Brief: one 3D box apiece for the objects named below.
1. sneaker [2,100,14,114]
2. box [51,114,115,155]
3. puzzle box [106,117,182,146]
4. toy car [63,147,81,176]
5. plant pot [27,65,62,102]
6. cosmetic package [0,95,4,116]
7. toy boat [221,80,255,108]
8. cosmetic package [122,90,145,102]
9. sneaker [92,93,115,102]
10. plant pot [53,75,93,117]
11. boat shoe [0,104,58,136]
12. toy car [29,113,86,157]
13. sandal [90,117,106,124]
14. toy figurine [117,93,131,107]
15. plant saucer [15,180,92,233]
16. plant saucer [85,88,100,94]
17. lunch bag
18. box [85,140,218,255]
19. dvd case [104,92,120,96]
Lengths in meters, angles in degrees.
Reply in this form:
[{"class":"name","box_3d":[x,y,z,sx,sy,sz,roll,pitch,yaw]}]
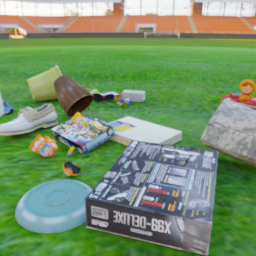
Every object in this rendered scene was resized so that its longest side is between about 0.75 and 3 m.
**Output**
[{"class":"sneaker","box_3d":[-5.511,-0.942,12.398,1.166,0.520,0.458,14,25,31]},{"class":"box","box_3d":[-1.532,0.154,9.324,1.271,0.351,1.862,-33,36,-32]},{"class":"puzzle box","box_3d":[0.362,0.190,9.674,2.492,0.317,1.658,18,27,39]},{"class":"toy car","box_3d":[-1.485,0.960,7.539,0.493,0.335,1.006,27,24,-12]},{"class":"plant pot","box_3d":[-4.114,-2.079,14.090,1.627,1.770,1.770,-20,26,-18]},{"class":"cosmetic package","box_3d":[-6.865,-0.839,11.385,2.939,1.088,1.494,1,20,7]},{"class":"toy boat","box_3d":[4.922,-1.240,11.710,1.545,1.548,2.368,-1,21,-2]},{"class":"cosmetic package","box_3d":[0.282,-1.631,14.299,1.109,0.500,0.592,9,22,15]},{"class":"sneaker","box_3d":[-1.245,-1.535,14.250,1.259,0.443,0.589,0,2,8]},{"class":"plant pot","box_3d":[-2.419,-1.431,11.652,1.458,1.363,1.363,50,40,13]},{"class":"boat shoe","box_3d":[-3.595,-0.319,10.034,0.903,0.827,2.417,4,15,30]},{"class":"toy car","box_3d":[-2.008,0.191,8.366,0.610,0.899,1.833,41,75,18]},{"class":"sandal","box_3d":[-1.514,-0.257,10.818,1.303,0.320,0.530,4,24,2]},{"class":"toy figurine","box_3d":[-0.072,-1.350,13.488,0.617,0.543,1.029,-2,16,-28]},{"class":"plant saucer","box_3d":[-1.537,1.591,6.104,1.764,0.242,1.764,0,21,0]},{"class":"plant saucer","box_3d":[-2.381,-1.876,15.122,1.396,0.335,1.398,5,21,12]},{"class":"lunch bag","box_3d":[3.144,0.100,7.641,1.814,1.521,1.264,23,-1,37]},{"class":"box","box_3d":[0.733,1.250,6.267,2.327,0.734,2.950,6,22,17]},{"class":"dvd case","box_3d":[-0.893,-1.851,15.432,0.587,0.072,0.822,-11,23,-27]}]
